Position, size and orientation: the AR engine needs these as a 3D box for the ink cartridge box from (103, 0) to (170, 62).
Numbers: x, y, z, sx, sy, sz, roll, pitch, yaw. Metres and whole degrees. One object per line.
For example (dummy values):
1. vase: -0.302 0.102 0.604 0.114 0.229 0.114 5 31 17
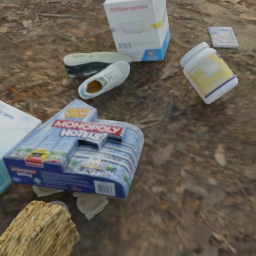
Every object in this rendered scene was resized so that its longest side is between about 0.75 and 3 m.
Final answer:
1. ink cartridge box: 0.423 -3.715 9.790 1.642 2.230 1.613 4 49 20

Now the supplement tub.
1. supplement tub: 2.468 -1.694 8.681 1.166 1.166 1.604 -31 83 -23

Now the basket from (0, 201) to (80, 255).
1. basket: -2.042 2.255 5.124 1.389 1.331 1.865 5 42 26

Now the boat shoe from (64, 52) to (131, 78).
1. boat shoe: -1.022 -2.153 9.660 2.266 0.766 0.814 -6 38 -7

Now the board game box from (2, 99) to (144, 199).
1. board game box: -1.070 0.303 6.985 2.733 0.843 2.731 5 36 12

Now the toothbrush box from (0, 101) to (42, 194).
1. toothbrush box: -3.550 0.562 7.188 1.745 1.016 2.383 25 53 19

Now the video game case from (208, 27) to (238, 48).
1. video game case: 3.832 -3.694 11.351 0.944 0.119 1.318 1 50 1

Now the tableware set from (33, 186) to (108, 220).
1. tableware set: -1.476 1.549 6.865 1.529 0.212 1.831 -22 53 -17

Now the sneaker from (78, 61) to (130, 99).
1. sneaker: -0.681 -1.493 8.861 1.854 0.709 0.749 -36 14 -11
